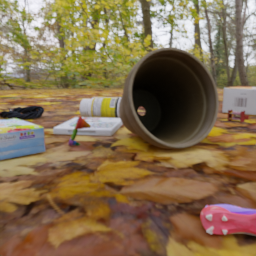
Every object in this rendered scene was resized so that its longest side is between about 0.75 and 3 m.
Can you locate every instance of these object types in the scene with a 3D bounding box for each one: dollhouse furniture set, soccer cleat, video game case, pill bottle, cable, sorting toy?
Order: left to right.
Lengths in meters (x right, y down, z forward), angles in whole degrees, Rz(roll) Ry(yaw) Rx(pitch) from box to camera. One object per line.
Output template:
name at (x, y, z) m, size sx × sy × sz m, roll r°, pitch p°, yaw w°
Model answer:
cable at (-5.393, -0.789, 14.284) m, size 2.262 × 0.575 × 1.846 m, roll 9°, pitch 14°, yaw 36°
sorting toy at (-1.419, 0.168, 8.250) m, size 0.410 × 1.192 × 0.413 m, roll 17°, pitch 44°, yaw -16°
video game case at (-1.466, -0.091, 11.167) m, size 2.197 × 0.286 × 2.414 m, roll 1°, pitch 12°, yaw 9°
pill bottle at (-1.176, -0.880, 13.229) m, size 2.009 × 1.148 × 1.148 m, roll 3°, pitch 11°, yaw 16°
dollhouse furniture set at (5.394, -0.627, 13.524) m, size 0.691 × 0.522 × 1.284 m, roll 10°, pitch 14°, yaw 43°
soccer cleat at (1.661, 1.237, 3.730) m, size 1.355 × 0.452 × 0.518 m, roll 0°, pitch 11°, yaw 18°

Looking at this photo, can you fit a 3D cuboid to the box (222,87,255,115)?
box at (7.027, -1.651, 16.486) m, size 2.085 × 1.456 × 2.738 m, roll 7°, pitch 13°, yaw 35°

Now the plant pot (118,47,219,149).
plant pot at (0.932, -0.741, 9.038) m, size 2.941 × 2.941 × 2.552 m, roll -4°, pitch -5°, yaw -22°

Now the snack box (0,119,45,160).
snack box at (-3.714, 0.288, 7.903) m, size 1.924 × 0.772 × 2.281 m, roll -10°, pitch 13°, yaw -39°
